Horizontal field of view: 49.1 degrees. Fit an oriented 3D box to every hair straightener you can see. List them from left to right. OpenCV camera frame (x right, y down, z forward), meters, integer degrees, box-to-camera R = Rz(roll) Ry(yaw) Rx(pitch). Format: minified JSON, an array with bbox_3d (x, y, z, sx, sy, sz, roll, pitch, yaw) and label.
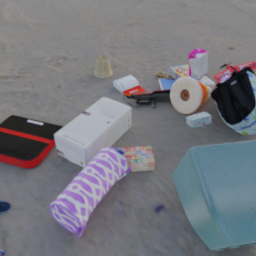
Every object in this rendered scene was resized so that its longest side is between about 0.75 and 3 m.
[{"bbox_3d":[0.981,-1.307,12.417,2.403,0.492,0.925,-1,39,-7],"label":"hair straightener"}]

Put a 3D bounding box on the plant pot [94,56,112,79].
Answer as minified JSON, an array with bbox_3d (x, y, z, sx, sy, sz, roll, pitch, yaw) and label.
[{"bbox_3d":[-1.295,-3.168,14.421,0.963,0.882,0.963,0,40,0],"label":"plant pot"}]

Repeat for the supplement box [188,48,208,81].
[{"bbox_3d":[2.544,-2.321,10.190,0.516,0.999,0.506,-39,53,-20],"label":"supplement box"}]

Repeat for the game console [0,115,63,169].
[{"bbox_3d":[-3.983,0.439,10.470,2.589,0.402,2.290,13,37,14],"label":"game console"}]

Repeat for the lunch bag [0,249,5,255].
[{"bbox_3d":[-3.691,3.280,6.999,0.661,0.413,0.878,24,57,25],"label":"lunch bag"}]

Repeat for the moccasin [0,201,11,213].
[{"bbox_3d":[-3.947,2.283,8.186,0.958,0.327,0.386,-2,39,-2],"label":"moccasin"}]

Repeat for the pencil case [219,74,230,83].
[{"bbox_3d":[5.121,-1.411,12.200,2.622,1.100,1.121,33,22,32],"label":"pencil case"}]

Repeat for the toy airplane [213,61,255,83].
[{"bbox_3d":[5.504,-2.420,13.589,2.558,0.470,2.558,-3,48,3],"label":"toy airplane"}]

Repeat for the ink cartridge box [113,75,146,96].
[{"bbox_3d":[0.063,-2.016,13.459,1.063,0.314,1.328,-24,44,-27],"label":"ink cartridge box"}]

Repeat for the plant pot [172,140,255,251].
[{"bbox_3d":[2.670,1.853,7.263,2.265,2.259,2.307,-6,63,-7],"label":"plant pot"}]

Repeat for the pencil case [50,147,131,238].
[{"bbox_3d":[-1.043,1.751,8.296,1.178,1.157,2.756,43,50,1],"label":"pencil case"}]

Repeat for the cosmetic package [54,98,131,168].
[{"bbox_3d":[-1.199,0.082,10.335,1.428,1.040,2.810,21,43,24],"label":"cosmetic package"}]

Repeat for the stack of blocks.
[{"bbox_3d":[0.169,1.075,9.603,1.368,0.401,0.788,-3,39,-4],"label":"stack of blocks"}]

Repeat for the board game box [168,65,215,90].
[{"bbox_3d":[3.074,-2.443,13.735,1.348,0.343,2.005,-14,44,-28],"label":"board game box"}]

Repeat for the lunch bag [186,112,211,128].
[{"bbox_3d":[2.636,-0.303,10.436,0.872,0.336,0.699,-14,17,-6],"label":"lunch bag"}]

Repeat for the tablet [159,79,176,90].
[{"bbox_3d":[2.458,-1.971,13.439,1.871,0.128,1.217,3,39,-7],"label":"tablet"}]

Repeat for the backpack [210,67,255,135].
[{"bbox_3d":[4.395,-0.873,10.740,1.846,1.958,2.401,41,30,-17],"label":"backpack"}]

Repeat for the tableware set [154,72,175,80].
[{"bbox_3d":[1.914,-2.665,14.329,1.048,0.210,0.692,21,43,22],"label":"tableware set"}]

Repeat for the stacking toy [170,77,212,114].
[{"bbox_3d":[3.031,-1.475,12.274,2.127,1.554,1.554,-10,37,-41],"label":"stacking toy"}]
